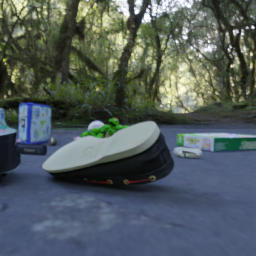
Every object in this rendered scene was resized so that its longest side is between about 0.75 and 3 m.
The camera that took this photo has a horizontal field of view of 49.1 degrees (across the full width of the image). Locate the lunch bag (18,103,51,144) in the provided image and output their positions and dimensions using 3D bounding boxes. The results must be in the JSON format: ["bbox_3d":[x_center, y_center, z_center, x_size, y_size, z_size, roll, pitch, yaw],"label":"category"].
[{"bbox_3d":[-4.732,-0.211,14.069,1.478,1.973,2.320,1,2,-9],"label":"lunch bag"}]

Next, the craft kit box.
[{"bbox_3d":[3.889,0.581,12.047,2.616,0.635,2.583,-1,-1,-23],"label":"craft kit box"}]

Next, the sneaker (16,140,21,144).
[{"bbox_3d":[-4.915,0.672,12.552,0.275,0.322,0.785,1,-1,-30],"label":"sneaker"}]

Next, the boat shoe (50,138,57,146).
[{"bbox_3d":[-3.492,0.665,13.195,0.314,0.341,0.955,7,4,-12],"label":"boat shoe"}]

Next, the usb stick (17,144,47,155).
[{"bbox_3d":[-3.427,0.749,9.817,1.333,0.370,0.217,1,2,23],"label":"usb stick"}]

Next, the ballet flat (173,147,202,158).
[{"bbox_3d":[1.863,0.814,8.980,0.971,0.348,0.348,-3,0,34],"label":"ballet flat"}]

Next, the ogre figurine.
[{"bbox_3d":[-0.856,0.287,12.915,2.494,1.223,1.495,-19,8,34],"label":"ogre figurine"}]

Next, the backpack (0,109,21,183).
[{"bbox_3d":[-3.246,0.351,5.767,1.814,1.538,2.043,-9,1,-25],"label":"backpack"}]

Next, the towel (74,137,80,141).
[{"bbox_3d":[-2.286,0.528,14.480,0.882,0.180,1.205,-4,3,0],"label":"towel"}]

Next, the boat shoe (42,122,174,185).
[{"bbox_3d":[-0.538,0.679,5.424,2.965,0.929,1.085,-13,29,36],"label":"boat shoe"}]

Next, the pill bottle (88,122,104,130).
[{"bbox_3d":[-1.893,0.143,17.057,1.075,1.075,1.919,0,2,-3],"label":"pill bottle"}]
